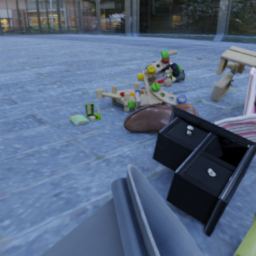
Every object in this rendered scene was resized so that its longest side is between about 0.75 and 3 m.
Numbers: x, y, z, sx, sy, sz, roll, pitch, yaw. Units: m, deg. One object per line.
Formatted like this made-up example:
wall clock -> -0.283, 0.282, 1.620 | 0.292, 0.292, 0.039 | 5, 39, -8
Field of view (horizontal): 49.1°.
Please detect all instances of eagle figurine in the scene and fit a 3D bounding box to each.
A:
eagle figurine -> 1.782, -3.461, 16.036 | 1.157, 1.151, 1.525 | 39, -13, -6

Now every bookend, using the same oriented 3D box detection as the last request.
bookend -> 1.170, 0.636, 5.295 | 1.905, 0.877, 1.893 | 28, 39, 25

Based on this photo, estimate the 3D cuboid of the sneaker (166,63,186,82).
sneaker -> 2.519, -2.855, 14.738 | 0.869, 0.764, 2.053 | 6, 32, 0

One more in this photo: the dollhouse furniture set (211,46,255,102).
dollhouse furniture set -> 4.351, -1.875, 10.705 | 1.613, 1.979, 1.882 | 25, 41, 24

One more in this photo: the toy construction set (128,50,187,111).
toy construction set -> 0.765, -1.334, 9.696 | 1.868, 2.028, 2.432 | -17, 7, -2

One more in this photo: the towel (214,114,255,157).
towel -> 2.690, 0.230, 6.243 | 0.986, 1.347, 0.202 | -17, 38, 47

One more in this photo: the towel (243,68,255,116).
towel -> 3.512, -0.737, 7.933 | 0.365, 1.784, 2.438 | 8, 18, 23

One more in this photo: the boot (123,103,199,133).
boot -> 1.088, 0.218, 7.349 | 2.261, 0.779, 2.426 | -15, 33, 1

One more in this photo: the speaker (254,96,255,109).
speaker -> 5.382, -1.041, 10.364 | 1.573, 0.639, 0.639 | -2, 23, -4

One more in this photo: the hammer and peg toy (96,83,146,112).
hammer and peg toy -> -0.096, -1.110, 10.435 | 2.020, 0.712, 1.486 | -12, 27, -28

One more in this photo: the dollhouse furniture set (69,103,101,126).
dollhouse furniture set -> -1.426, -0.453, 9.169 | 0.930, 0.467, 0.609 | -15, 27, -31

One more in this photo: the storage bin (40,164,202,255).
storage bin -> -0.007, 1.867, 2.220 | 1.723, 1.867, 2.566 | -35, 24, 6

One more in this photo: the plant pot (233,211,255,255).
plant pot -> 1.879, 1.668, 3.658 | 0.905, 0.985, 0.985 | -30, 35, -29
